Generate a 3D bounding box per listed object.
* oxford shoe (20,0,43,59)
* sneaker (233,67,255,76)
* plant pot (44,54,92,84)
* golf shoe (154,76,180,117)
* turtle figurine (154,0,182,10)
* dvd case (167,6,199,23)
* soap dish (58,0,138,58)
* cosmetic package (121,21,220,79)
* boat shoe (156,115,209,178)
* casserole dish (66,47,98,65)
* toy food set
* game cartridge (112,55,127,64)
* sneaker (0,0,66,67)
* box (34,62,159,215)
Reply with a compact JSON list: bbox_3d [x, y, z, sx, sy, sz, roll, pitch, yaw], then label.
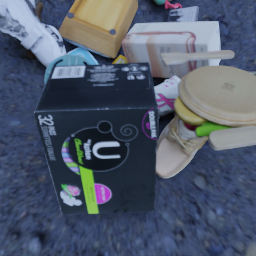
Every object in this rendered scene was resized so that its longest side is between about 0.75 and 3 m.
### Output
[{"bbox_3d":[-2.846,-3.076,8.838,0.795,0.684,1.883,9,88,-15],"label":"oxford shoe"},{"bbox_3d":[2.631,-1.367,7.925,2.562,0.968,0.902,-1,62,1],"label":"sneaker"},{"bbox_3d":[-1.423,-0.995,7.289,1.656,1.622,1.656,2,76,-7],"label":"plant pot"},{"bbox_3d":[0.966,-0.845,7.570,2.552,0.927,1.175,5,104,-1],"label":"golf shoe"},{"bbox_3d":[1.236,-5.018,9.374,2.134,1.435,2.850,16,53,-2],"label":"turtle figurine"},{"bbox_3d":[1.725,-3.452,8.978,1.013,0.125,0.761,8,85,37],"label":"dvd case"},{"bbox_3d":[-0.850,-3.508,8.707,1.859,0.960,2.363,22,65,-3],"label":"soap dish"},{"bbox_3d":[1.182,-2.100,7.658,2.383,1.232,1.040,9,52,29],"label":"cosmetic package"},{"bbox_3d":[1.417,0.032,6.691,1.030,0.966,2.794,34,98,13],"label":"boat shoe"},{"bbox_3d":[-1.385,-1.930,8.604,0.901,0.289,1.487,-33,70,-13],"label":"casserole dish"},{"bbox_3d":[1.795,-0.556,5.403,1.974,0.574,2.860,-6,44,-9],"label":"toy food set"},{"bbox_3d":[-0.206,-1.790,8.628,0.738,0.136,0.837,35,69,14],"label":"game cartridge"},{"bbox_3d":[-2.970,-2.652,7.585,2.808,1.055,1.614,58,38,-3],"label":"sneaker"},{"bbox_3d":[-0.506,0.290,5.996,2.110,2.841,1.766,-2,38,0],"label":"box"}]
